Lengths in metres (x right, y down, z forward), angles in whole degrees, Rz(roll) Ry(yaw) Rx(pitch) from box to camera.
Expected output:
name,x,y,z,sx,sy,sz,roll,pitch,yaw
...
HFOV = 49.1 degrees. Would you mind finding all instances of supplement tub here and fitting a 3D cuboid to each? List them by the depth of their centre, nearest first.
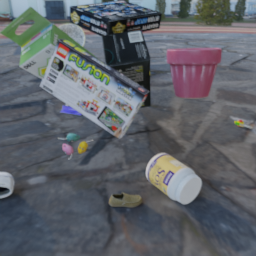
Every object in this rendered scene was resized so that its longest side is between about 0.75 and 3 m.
name,x,y,z,sx,sy,sz,roll,pitch,yaw
supplement tub,1.216,1.361,7.590,0.954,0.954,1.312,-17,31,-31

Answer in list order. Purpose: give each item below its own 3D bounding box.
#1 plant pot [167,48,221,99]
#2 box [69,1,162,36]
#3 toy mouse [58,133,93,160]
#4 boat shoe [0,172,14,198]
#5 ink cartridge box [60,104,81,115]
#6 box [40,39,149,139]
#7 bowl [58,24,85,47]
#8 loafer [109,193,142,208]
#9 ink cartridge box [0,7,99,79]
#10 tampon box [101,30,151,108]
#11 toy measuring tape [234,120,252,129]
name,x,y,z,sx,sy,sz,roll,pitch,yaw
plant pot,1.944,-1.663,8.450,1.576,1.411,1.576,-1,16,0
box,-0.474,-4.453,11.312,2.359,0.683,2.968,33,43,33
toy mouse,-1.477,0.396,7.330,0.812,0.177,0.913,27,49,5
boat shoe,-4.090,1.627,7.269,2.096,0.771,0.685,-11,24,-18
ink cartridge box,-2.466,-0.957,13.110,1.091,0.239,1.101,8,29,15
box,-0.814,-0.896,6.463,2.308,1.270,0.401,34,25,6
bowl,-1.915,-2.728,9.187,1.211,1.211,0.568,5,-11,10
loafer,-0.064,1.871,7.301,0.876,0.296,0.333,-4,27,-8
ink cartridge box,-1.962,-1.852,7.352,1.253,2.414,0.716,-21,57,31
tampon box,-0.030,-1.912,9.675,1.384,2.193,1.643,-10,54,-2
toy measuring tape,4.722,-0.144,11.434,0.766,0.282,0.282,22,33,37
